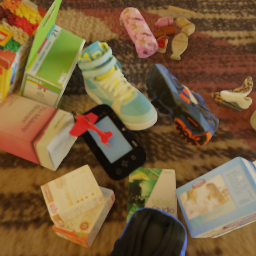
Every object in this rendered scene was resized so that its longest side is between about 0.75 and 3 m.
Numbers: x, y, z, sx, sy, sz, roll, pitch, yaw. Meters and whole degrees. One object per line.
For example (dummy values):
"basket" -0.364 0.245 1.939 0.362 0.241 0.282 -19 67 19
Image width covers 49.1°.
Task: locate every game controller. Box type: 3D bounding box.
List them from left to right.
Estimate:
"game controller" -0.470 0.316 7.221 1.091 0.440 2.091 -37 69 -3

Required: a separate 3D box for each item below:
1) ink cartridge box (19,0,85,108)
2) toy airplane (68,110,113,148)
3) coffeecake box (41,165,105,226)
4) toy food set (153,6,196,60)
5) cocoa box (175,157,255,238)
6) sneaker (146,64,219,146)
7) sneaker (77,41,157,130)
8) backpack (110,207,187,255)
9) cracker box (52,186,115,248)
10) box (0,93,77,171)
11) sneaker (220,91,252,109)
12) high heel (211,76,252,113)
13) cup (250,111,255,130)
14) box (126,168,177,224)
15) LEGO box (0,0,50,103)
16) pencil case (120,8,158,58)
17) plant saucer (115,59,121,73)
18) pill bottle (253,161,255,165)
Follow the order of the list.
"ink cartridge box" -1.928 -2.024 7.688 1.082 2.857 2.111 25 53 -15
"toy airplane" -0.880 0.005 6.797 1.279 0.235 1.279 29 33 -21
"coffeecake box" -1.227 1.470 6.213 1.144 0.418 0.878 -24 50 -13
"toy food set" 1.619 -3.526 10.449 1.490 0.369 2.344 22 66 12
"cocoa box" 2.034 1.502 5.862 1.633 1.071 1.089 -36 54 27
"sneaker" 1.512 -0.748 8.046 1.075 1.033 2.742 -26 75 -37
"sneaker" -0.438 -1.240 7.625 1.157 1.899 2.909 -40 54 -19
"backpack" 0.402 2.369 5.452 1.272 1.314 1.566 20 77 16
"cracker box" -0.967 1.917 6.353 0.867 0.373 1.294 11 49 24
"box" -2.522 0.078 7.386 1.941 1.057 1.241 18 53 13
"sneaker" 3.140 -0.896 8.121 0.918 0.368 0.323 22 58 1
"high heel" 3.230 -1.231 8.676 1.009 0.506 1.416 26 67 12
"cup" 4.095 -0.380 7.782 1.120 0.801 1.120 0 42 0
"box" 0.567 1.732 6.709 1.155 0.291 1.600 2 54 2
"LEGO box" -3.299 -1.894 7.689 1.055 2.735 2.037 29 56 -11
"pencil case" 0.361 -3.369 9.904 0.805 0.771 1.861 -30 68 9
"plant saucer" -0.598 -1.832 9.105 0.891 0.160 0.891 0 89 21
"pill bottle" 3.786 0.749 6.745 1.549 0.875 0.875 -36 58 8
